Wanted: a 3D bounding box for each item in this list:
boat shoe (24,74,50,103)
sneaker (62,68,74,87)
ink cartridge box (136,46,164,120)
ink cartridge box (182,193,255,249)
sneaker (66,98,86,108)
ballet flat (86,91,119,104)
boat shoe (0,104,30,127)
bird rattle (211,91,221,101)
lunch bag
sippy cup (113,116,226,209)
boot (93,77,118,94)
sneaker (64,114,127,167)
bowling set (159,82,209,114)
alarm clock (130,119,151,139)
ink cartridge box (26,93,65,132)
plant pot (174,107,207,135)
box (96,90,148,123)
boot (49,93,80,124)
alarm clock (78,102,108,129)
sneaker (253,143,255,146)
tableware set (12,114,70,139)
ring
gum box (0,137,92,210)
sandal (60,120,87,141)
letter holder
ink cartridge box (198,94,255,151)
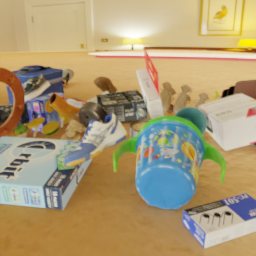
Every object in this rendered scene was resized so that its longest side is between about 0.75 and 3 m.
[{"bbox_3d":[-3.906,-1.673,11.467,0.778,0.735,2.168,-23,22,20],"label":"boat shoe"},{"bbox_3d":[-4.224,-3.067,17.979,1.114,1.039,2.811,16,30,15],"label":"sneaker"},{"bbox_3d":[0.694,-1.538,9.751,0.472,1.859,2.110,-15,40,0],"label":"ink cartridge box"},{"bbox_3d":[1.894,1.730,5.367,1.548,0.342,0.728,-7,22,-21],"label":"ink cartridge box"},{"bbox_3d":[-2.040,-1.066,12.443,1.328,0.512,0.544,22,34,1],"label":"sneaker"},{"bbox_3d":[-0.707,-1.297,13.027,2.507,0.900,0.900,3,20,3],"label":"ballet flat"},{"bbox_3d":[-4.183,-0.445,10.415,0.921,0.972,2.781,-7,3,42],"label":"boat shoe"},{"bbox_3d":[4.766,-1.483,14.134,0.821,0.567,1.007,7,17,-33],"label":"bird rattle"},{"bbox_3d":[-4.568,-2.098,13.665,1.970,1.918,2.899,8,20,21],"label":"lunch bag"},{"bbox_3d":[0.878,0.832,6.224,2.211,1.736,1.621,-29,21,25],"label":"sippy cup"},{"bbox_3d":[-0.957,-1.844,13.560,0.690,0.707,1.874,-32,-31,17],"label":"boot"},{"bbox_3d":[-0.849,0.263,6.557,1.776,0.783,0.668,-31,6,-40],"label":"sneaker"},{"bbox_3d":[1.981,-1.186,11.558,2.207,1.185,1.536,21,-1,-21],"label":"bowling set"},{"bbox_3d":[0.611,0.223,9.158,1.256,0.620,1.862,8,19,19],"label":"alarm clock"},{"bbox_3d":[-3.084,-0.558,10.481,0.660,1.179,1.728,4,20,28],"label":"ink cartridge box"},{"bbox_3d":[2.040,-0.116,9.622,1.126,1.126,0.758,0,-4,1],"label":"plant pot"},{"bbox_3d":[-0.271,-0.889,11.565,1.825,0.786,1.495,-10,27,-13],"label":"box"},{"bbox_3d":[-2.349,-0.822,10.554,0.655,1.333,1.862,-39,22,5],"label":"boot"},{"bbox_3d":[-1.348,-0.324,9.956,1.639,1.106,0.546,-6,35,48],"label":"alarm clock"},{"bbox_3d":[4.392,0.471,8.798,1.133,0.397,0.441,9,17,23],"label":"sneaker"},{"bbox_3d":[-2.883,0.040,9.170,1.979,0.304,1.333,-20,31,4],"label":"tableware set"},{"bbox_3d":[-4.191,-0.645,8.809,0.243,2.528,2.528,20,26,21],"label":"ring"},{"bbox_3d":[-2.503,0.987,6.980,2.694,0.600,2.289,2,22,8],"label":"gum box"},{"bbox_3d":[-1.905,-0.018,9.845,0.669,0.600,1.824,4,20,10],"label":"sandal"},{"bbox_3d":[5.186,-1.286,11.487,2.341,1.664,1.177,1,24,-4],"label":"letter holder"},{"bbox_3d":[3.555,-0.278,9.364,1.729,1.003,2.342,-16,16,3],"label":"ink cartridge box"}]
